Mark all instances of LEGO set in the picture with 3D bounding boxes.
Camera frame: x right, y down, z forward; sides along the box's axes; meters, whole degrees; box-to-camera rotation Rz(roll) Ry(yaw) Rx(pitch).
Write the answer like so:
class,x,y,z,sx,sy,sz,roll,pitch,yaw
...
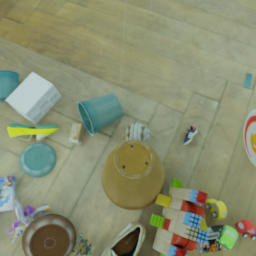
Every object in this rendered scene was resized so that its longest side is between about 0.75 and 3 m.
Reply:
class,x,y,z,sx,sy,sz,roll,pitch,yaw
LEGO set,-1.514,4.291,9.527,0.856,0.373,1.318,1,72,31

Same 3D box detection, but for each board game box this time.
class,x,y,z,sx,sy,sz,roll,pitch,yaw
board game box,-4.942,2.536,10.566,1.266,0.275,1.260,-8,69,-3

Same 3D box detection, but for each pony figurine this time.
class,x,y,z,sx,sy,sz,roll,pitch,yaw
pony figurine,-3.541,3.202,9.931,1.513,1.260,1.460,-8,73,-20

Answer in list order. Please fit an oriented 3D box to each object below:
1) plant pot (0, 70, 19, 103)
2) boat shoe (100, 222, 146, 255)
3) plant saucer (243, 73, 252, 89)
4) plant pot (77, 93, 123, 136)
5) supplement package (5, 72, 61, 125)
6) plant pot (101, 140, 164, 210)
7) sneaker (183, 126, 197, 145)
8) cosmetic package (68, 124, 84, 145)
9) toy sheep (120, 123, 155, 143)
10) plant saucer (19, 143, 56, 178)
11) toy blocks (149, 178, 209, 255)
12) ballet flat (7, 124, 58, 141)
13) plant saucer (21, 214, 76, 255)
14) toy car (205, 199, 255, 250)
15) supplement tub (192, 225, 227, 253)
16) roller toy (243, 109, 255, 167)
class,x,y,z,sx,sy,sz,roll,pitch,yaw
plant pot,-5.248,-1.714,11.928,1.209,1.209,1.136,-7,83,-3
boat shoe,-0.434,4.382,9.307,1.073,0.982,2.872,31,66,10
plant saucer,5.406,-2.140,12.634,0.282,0.077,0.807,17,67,7
plant pot,-1.090,-0.638,11.346,1.452,1.483,1.483,-24,69,-18
supplement package,-3.925,-1.238,11.655,1.286,0.915,1.651,31,73,22
plant pot,0.161,1.440,9.756,2.470,2.650,2.470,0,67,1
sneaker,2.440,0.290,11.425,0.383,0.339,0.906,47,63,-12
cosmetic package,-2.111,0.263,11.451,0.450,0.304,0.855,0,66,17
toy sheep,0.373,0.258,11.154,1.427,0.984,0.984,6,67,9
plant saucer,-3.565,1.218,11.035,1.429,0.257,1.429,3,67,-8
toy blocks,1.828,3.151,9.141,1.442,1.972,2.885,24,74,-16
ballet flat,-3.840,0.190,11.355,1.962,0.656,0.658,2,97,-13
plant saucer,-2.663,3.870,9.531,1.826,0.334,1.826,-1,92,-17
toy car,3.482,3.333,9.455,2.133,2.007,0.476,33,114,14
supplement tub,2.802,3.865,9.720,1.336,0.818,0.818,-7,67,-2
roller toy,5.441,0.413,10.305,1.824,2.381,2.611,-5,83,-4
